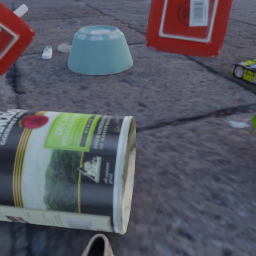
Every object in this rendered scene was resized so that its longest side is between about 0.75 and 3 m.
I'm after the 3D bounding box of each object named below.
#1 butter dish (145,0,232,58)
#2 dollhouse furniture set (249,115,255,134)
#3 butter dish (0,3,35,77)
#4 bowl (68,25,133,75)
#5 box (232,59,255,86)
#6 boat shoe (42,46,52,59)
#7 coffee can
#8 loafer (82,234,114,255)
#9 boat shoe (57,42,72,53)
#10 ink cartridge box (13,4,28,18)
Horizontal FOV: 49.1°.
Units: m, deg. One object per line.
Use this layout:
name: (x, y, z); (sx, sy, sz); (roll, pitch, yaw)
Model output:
butter dish: (1.655, -2.999, 7.725); (2.015, 2.021, 1.494); (11, 10, 10)
dollhouse furniture set: (3.440, 0.821, 5.404); (1.565, 1.199, 2.390); (-7, 61, 0)
butter dish: (-2.519, -1.796, 4.940); (1.340, 1.344, 0.993); (-38, 40, 22)
bowl: (-1.143, -3.215, 11.149); (2.661, 1.392, 2.661); (-1, 31, 1)
box: (5.302, -1.977, 9.951); (2.365, 0.523, 1.894); (-16, 35, -24)
boat shoe: (-3.569, -3.330, 12.302); (0.396, 0.359, 1.077); (-4, 32, -7)
coffee can: (-1.191, 0.629, 4.490); (2.477, 1.813, 1.813); (4, 32, 5)
loafer: (-0.558, 2.126, 3.207); (0.688, 0.602, 1.914); (5, 32, 7)
boat shoe: (-2.783, -3.739, 12.935); (1.065, 0.399, 0.329); (-19, 38, -31)
ink cartridge box: (-3.352, -2.957, 7.825); (0.975, 0.215, 0.993); (-5, 44, 47)
